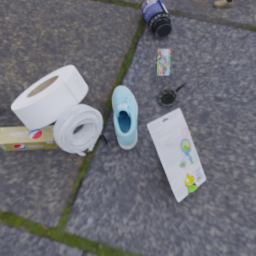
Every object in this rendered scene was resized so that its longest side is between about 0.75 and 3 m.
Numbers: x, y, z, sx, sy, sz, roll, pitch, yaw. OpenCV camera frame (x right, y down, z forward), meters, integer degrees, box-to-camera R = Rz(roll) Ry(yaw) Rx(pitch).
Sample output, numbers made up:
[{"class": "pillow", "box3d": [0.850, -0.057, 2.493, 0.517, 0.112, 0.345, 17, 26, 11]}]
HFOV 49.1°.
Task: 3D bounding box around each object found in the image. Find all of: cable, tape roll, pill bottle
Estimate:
[{"class": "cable", "box3d": [-1.637, 0.042, 9.377, 0.603, 1.740, 1.741, 40, 99, 35]}, {"class": "tape roll", "box3d": [-2.795, -1.136, 10.079, 2.688, 0.940, 2.688, -25, 28, 14]}, {"class": "pill bottle", "box3d": [1.426, -5.457, 13.869, 1.146, 1.146, 2.050, -14, 61, -8]}]

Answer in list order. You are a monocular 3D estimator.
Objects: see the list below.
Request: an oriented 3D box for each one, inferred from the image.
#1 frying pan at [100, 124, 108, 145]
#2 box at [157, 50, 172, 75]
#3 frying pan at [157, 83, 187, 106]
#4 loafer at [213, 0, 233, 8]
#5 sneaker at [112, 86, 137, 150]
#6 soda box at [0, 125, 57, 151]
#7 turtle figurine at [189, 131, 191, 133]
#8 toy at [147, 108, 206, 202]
[{"class": "frying pan", "box3d": [-1.054, 0.133, 11.114, 0.178, 0.662, 1.095, -29, 98, 25]}, {"class": "box", "box3d": [1.541, -2.777, 11.871, 0.586, 1.065, 0.185, 2, 15, 11]}, {"class": "frying pan", "box3d": [1.819, -1.500, 12.034, 0.841, 0.226, 1.391, 28, 72, 25]}, {"class": "loafer", "box3d": [5.131, -6.717, 15.040, 1.076, 0.363, 0.409, -5, 60, -3]}, {"class": "sneaker", "box3d": [-0.099, -0.657, 11.015, 1.054, 1.168, 2.851, -9, 61, -2]}, {"class": "soda box", "box3d": [-3.826, 0.397, 10.793, 2.104, 0.674, 0.713, -2, 61, -2]}, {"class": "turtle figurine", "box3d": [1.934, 0.069, 11.118, 0.935, 0.373, 1.159, -11, 53, 3]}, {"class": "toy", "box3d": [1.610, 0.938, 9.837, 1.630, 0.668, 2.831, -26, 95, -34]}]
